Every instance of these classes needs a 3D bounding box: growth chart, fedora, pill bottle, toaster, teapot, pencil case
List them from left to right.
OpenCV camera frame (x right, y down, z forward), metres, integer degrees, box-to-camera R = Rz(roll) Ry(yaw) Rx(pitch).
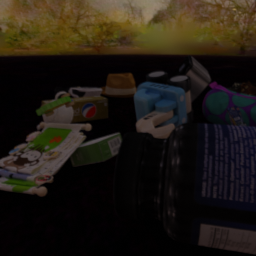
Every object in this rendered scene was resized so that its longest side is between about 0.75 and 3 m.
[{"bbox_3d":[-1.736,0.488,5.502,1.656,0.203,2.288,-2,31,21],"label":"growth chart"},{"bbox_3d":[-1.796,-0.377,6.892,0.821,0.832,0.608,-15,-20,22],"label":"teapot"},{"bbox_3d":[-0.351,-2.087,13.272,2.359,0.962,2.359,0,19,0],"label":"fedora"},{"bbox_3d":[2.123,-1.694,10.342,1.020,1.555,1.719,35,26,-10],"label":"toaster"},{"bbox_3d":[1.292,0.730,3.559,2.771,1.550,1.550,5,18,13],"label":"pill bottle"},{"bbox_3d":[3.437,-0.458,7.659,1.185,1.287,2.786,-28,29,-30],"label":"pencil case"}]

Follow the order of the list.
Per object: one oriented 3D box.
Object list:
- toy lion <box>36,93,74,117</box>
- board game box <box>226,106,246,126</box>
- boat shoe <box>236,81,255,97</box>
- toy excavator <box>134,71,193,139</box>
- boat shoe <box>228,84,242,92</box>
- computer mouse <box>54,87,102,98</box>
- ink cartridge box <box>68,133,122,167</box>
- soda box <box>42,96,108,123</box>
[{"bbox_3d":[-1.573,-0.457,5.876,0.862,0.296,0.826,-22,7,17],"label":"toy lion"},{"bbox_3d":[2.663,0.025,6.678,0.264,0.856,0.857,-19,22,14],"label":"board game box"},{"bbox_3d":[4.387,-1.272,9.947,2.463,0.866,0.867,-15,25,17],"label":"boat shoe"},{"bbox_3d":[0.809,-0.378,7.850,2.848,1.422,2.769,-29,32,-32],"label":"toy excavator"},{"bbox_3d":[5.029,-1.775,12.909,1.809,0.576,0.640,-3,18,-10],"label":"boat shoe"},{"bbox_3d":[-2.042,-1.429,11.962,1.441,0.577,2.628,-7,13,-35],"label":"computer mouse"},{"bbox_3d":[-0.789,0.493,5.871,1.331,0.395,0.691,-15,5,40],"label":"ink cartridge box"},{"bbox_3d":[-1.690,-0.577,9.018,2.014,0.682,0.645,-9,20,-27],"label":"soda box"}]
